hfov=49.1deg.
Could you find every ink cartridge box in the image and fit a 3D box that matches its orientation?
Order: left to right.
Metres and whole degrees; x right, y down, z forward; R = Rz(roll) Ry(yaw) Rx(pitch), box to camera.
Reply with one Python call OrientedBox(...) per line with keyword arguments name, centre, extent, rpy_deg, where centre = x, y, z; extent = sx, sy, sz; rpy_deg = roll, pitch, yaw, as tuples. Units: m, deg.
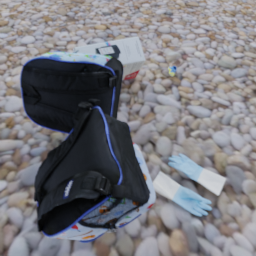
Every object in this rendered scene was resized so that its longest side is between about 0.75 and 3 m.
OrientedBox(name="ink cartridge box", centre=(-0.816, -2.506, 11.014), extent=(2.501, 1.823, 1.036), rpy_deg=(-14, 82, -13))

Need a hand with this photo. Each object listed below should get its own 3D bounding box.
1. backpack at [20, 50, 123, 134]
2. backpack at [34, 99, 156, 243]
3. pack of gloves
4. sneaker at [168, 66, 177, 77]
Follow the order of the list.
OrientedBox(name="backpack", centre=(-1.683, -1.109, 8.778), extent=(2.859, 2.617, 2.101), rpy_deg=(10, 26, 4))
OrientedBox(name="backpack", centre=(-0.934, 1.297, 6.791), extent=(2.820, 2.281, 2.961), rpy_deg=(-37, 40, 19))
OrientedBox(name="pack of gloves", centre=(1.730, 1.512, 7.871), extent=(1.743, 0.344, 1.464), rpy_deg=(29, 61, 15))
OrientedBox(name="sneaker", centre=(1.953, -2.534, 12.108), extent=(0.289, 0.401, 0.763), rpy_deg=(25, 35, -18))
